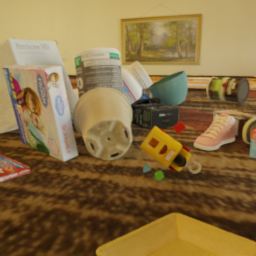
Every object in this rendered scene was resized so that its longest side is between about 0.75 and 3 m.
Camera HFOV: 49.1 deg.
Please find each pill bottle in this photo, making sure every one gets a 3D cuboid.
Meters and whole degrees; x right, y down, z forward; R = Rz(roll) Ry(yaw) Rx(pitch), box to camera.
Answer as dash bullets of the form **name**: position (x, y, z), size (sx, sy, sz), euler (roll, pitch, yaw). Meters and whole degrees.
- **pill bottle**: position (-0.939, -1.214, 9.729), size (1.588, 2.808, 1.588), euler (-6, 3, 0)
- **pill bottle**: position (-0.458, -1.475, 11.519), size (2.756, 1.499, 1.499), euler (-35, 14, 4)

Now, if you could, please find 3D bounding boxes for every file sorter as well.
- **file sorter**: position (0.203, -1.966, 14.395), size (0.769, 0.870, 1.254), euler (-35, 59, -13)

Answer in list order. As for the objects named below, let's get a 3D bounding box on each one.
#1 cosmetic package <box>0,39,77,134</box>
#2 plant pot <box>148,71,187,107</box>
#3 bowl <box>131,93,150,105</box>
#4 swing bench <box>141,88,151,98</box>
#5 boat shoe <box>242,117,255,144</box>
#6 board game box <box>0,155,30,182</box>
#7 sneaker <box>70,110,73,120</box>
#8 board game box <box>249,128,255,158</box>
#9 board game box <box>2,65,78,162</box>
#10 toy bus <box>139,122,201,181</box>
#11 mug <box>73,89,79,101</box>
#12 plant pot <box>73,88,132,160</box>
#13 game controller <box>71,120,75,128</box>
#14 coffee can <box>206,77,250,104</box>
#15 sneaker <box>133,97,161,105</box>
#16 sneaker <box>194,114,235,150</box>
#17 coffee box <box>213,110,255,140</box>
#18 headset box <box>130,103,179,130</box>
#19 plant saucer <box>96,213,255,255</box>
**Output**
- **cosmetic package**: position (-3.770, -1.545, 10.484), size (2.281, 2.743, 2.295), euler (-17, 5, 31)
- **plant pot**: position (2.342, -1.993, 15.175), size (2.139, 1.441, 2.139), euler (-25, 13, 6)
- **bowl**: position (0.175, -1.335, 14.363), size (2.311, 0.454, 2.311), euler (10, 29, -6)
- **swing bench**: position (0.907, -1.772, 16.220), size (1.092, 1.086, 0.708), euler (-7, 15, -24)
- **boat shoe**: position (4.631, 0.089, 8.919), size (2.440, 0.872, 0.802), euler (-3, 8, -33)
- **board game box**: position (-3.232, 0.948, 6.854), size (1.655, 0.161, 0.852), euler (11, 18, 38)
- **sneaker**: position (-2.418, -0.547, 12.134), size (1.074, 0.809, 2.297), euler (-20, 19, -15)
- **board game box**: position (3.737, 0.365, 7.986), size (0.203, 0.771, 1.007), euler (11, 18, 37)
- **board game box**: position (-2.529, -0.508, 7.931), size (2.459, 2.465, 0.507), euler (12, 28, 43)
- **toy bus**: position (0.854, 0.521, 5.941), size (1.263, 1.192, 0.653), euler (-11, 1, 8)
- **mug**: position (-2.814, -1.658, 15.620), size (1.318, 1.110, 1.503), euler (-15, 20, -7)
- **plant pot**: position (-0.649, -0.018, 7.957), size (1.850, 1.850, 1.694), euler (-2, 25, -9)
- **game controller**: position (-2.473, -0.196, 11.453), size (0.594, 0.240, 1.138), euler (-13, 18, -43)
- **coffee can**: position (6.366, -2.428, 17.893), size (1.573, 1.573, 2.149), euler (-12, 17, -41)
- **sneaker**: position (0.918, -1.134, 13.141), size (1.658, 0.498, 0.865), euler (-8, 9, -17)
- **sneaker**: position (2.743, 0.068, 8.792), size (1.883, 0.984, 0.709), euler (-13, 20, -39)
- **coffee box**: position (3.969, -0.151, 10.217), size (1.017, 0.709, 1.778), euler (-3, 14, -9)
- **headset box**: position (1.082, -0.503, 11.561), size (1.457, 0.776, 1.674), euler (-8, 16, -34)
- **plant saucer**: position (0.707, 1.608, 3.238), size (1.599, 0.387, 1.599), euler (-6, 10, -44)
